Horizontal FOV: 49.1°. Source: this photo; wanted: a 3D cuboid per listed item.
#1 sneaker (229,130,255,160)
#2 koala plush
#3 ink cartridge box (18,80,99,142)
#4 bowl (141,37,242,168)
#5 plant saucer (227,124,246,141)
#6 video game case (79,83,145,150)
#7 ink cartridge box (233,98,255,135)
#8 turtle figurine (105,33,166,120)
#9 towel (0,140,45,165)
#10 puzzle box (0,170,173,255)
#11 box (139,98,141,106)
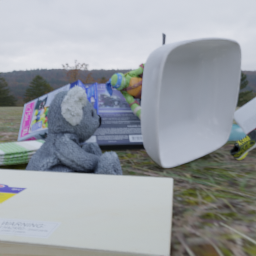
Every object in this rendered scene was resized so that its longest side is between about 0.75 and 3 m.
[{"bbox_3d":[2.649,0.378,6.370,0.349,0.825,0.307,20,22,-24],"label":"sneaker"},{"bbox_3d":[-0.986,0.113,4.797,1.506,1.638,1.453,-3,7,-22],"label":"koala plush"},{"bbox_3d":[-1.954,-0.456,7.864,2.380,1.420,0.499,-19,-40,16],"label":"ink cartridge box"},{"bbox_3d":[1.275,-0.644,6.131,2.590,2.593,0.968,-15,27,-35],"label":"bowl"},{"bbox_3d":[3.189,0.093,10.862,2.992,0.410,2.992,1,7,0],"label":"plant saucer"},{"bbox_3d":[-0.611,-0.460,8.699,2.126,0.282,2.977,-1,41,-9],"label":"video game case"},{"bbox_3d":[3.941,-0.318,7.416,1.830,0.767,1.607,-38,-41,18],"label":"ink cartridge box"},{"bbox_3d":[0.841,-1.125,8.393,2.496,1.796,2.420,-23,-19,37],"label":"turtle figurine"},{"bbox_3d":[-2.955,0.635,6.209,2.563,0.393,1.912,-6,5,-30],"label":"towel"},{"bbox_3d":[-0.987,0.928,3.139,2.945,0.374,1.959,1,7,11],"label":"puzzle box"},{"bbox_3d":[-0.938,-0.600,11.459,2.604,1.614,2.560,3,7,29],"label":"box"}]
